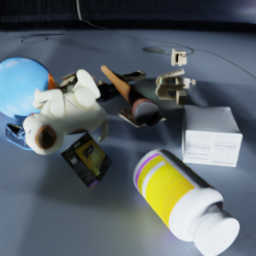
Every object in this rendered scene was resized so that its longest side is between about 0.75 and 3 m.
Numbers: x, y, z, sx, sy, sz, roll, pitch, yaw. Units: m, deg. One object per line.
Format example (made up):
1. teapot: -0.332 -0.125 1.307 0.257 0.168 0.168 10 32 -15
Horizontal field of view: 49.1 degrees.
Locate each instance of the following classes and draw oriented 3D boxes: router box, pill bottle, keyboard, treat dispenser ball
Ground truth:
1. router box: -1.049 0.809 7.398 0.383 1.154 1.468 -37 6 14
2. pill bottle: 1.171 1.543 6.127 1.269 1.269 2.434 -12 29 -23
3. keyboard: -0.921 -1.830 13.903 1.509 0.322 2.513 23 34 27
4. treat dispenser ball: -4.104 -1.535 11.022 2.433 2.433 2.433 0 27 0

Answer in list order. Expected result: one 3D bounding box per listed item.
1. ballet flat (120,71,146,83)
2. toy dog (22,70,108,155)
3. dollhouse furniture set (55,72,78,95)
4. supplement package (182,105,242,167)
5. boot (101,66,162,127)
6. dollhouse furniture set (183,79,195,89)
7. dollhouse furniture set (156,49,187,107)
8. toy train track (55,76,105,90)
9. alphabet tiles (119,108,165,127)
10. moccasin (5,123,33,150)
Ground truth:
1. ballet flat: 0.175 -2.920 15.769 2.310 0.535 0.778 -23 35 -38
2. toy dog: -2.036 -0.196 8.625 2.463 2.388 1.718 -38 14 -30
3. dollhouse furniture set: -3.041 -1.182 12.186 1.958 1.231 2.213 -22 25 11
4. supplement package: 2.556 0.176 8.998 1.566 1.115 2.011 4 26 8
5. boot: 0.024 -1.334 9.969 2.704 0.926 2.545 51 15 15
6. dollhouse furniture set: 3.134 -2.348 15.077 0.845 0.484 0.991 10 5 17
7. dollhouse furniture set: 1.973 -2.380 12.950 1.331 2.118 2.394 2 26 5
8. toy train track: -2.594 -2.305 14.647 2.895 0.471 1.660 -10 28 -18
9. alphabet tiles: 0.480 -0.518 11.551 1.392 0.063 1.665 -16 31 -28
10. moccasin: -3.493 0.274 9.356 1.818 0.620 0.731 11 29 21
